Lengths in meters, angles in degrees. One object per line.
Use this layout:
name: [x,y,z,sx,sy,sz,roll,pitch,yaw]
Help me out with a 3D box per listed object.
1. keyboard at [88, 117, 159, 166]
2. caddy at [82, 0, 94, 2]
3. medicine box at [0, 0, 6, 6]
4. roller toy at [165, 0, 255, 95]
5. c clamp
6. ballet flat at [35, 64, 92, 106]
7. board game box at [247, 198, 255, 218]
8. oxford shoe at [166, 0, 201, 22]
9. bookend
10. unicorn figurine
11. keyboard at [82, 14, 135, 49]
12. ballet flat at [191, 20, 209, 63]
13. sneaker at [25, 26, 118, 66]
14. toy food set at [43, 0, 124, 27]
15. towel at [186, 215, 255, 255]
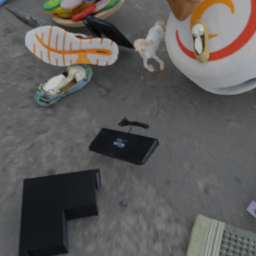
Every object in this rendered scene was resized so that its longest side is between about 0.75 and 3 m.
keyboard: [-0.045,0.227,5.840,1.652,0.170,1.049,12,57,43]
caddy: [-1.098,-4.429,8.369,0.891,1.261,0.662,20,35,-45]
medicine box: [-5.322,-5.849,11.115,1.733,0.892,1.579,34,75,25]
roller toy: [2.424,-2.254,7.026,2.605,1.995,2.856,-53,57,14]
c clamp: [-2.891,-3.153,8.475,1.569,1.837,0.249,24,94,-4]
ballet flat: [-1.653,-1.277,7.564,0.717,0.717,1.932,30,57,23]
board game box: [3.752,1.607,5.231,2.081,0.428,2.076,-31,56,-24]
oxford shoe: [0.985,-3.662,6.517,1.000,0.999,2.803,1,61,-17]
bookend: [-1.134,1.598,5.087,1.447,0.667,1.438,-8,51,-8]
unicorn figurine: [0.686,-2.218,7.769,0.704,1.310,1.907,-7,53,32]
keyboard: [-0.598,-2.612,8.066,1.134,2.180,0.432,26,97,15]
ballet flat: [1.565,-1.956,6.109,0.369,0.339,1.076,-17,71,33]
sneaker: [-1.485,-2.092,7.414,2.344,0.917,0.905,6,18,-21]
toy food set: [-1.335,-4.367,9.505,2.864,0.697,2.834,11,54,27]
towel: [1.811,2.574,4.537,1.888,0.339,1.961,15,53,17]
